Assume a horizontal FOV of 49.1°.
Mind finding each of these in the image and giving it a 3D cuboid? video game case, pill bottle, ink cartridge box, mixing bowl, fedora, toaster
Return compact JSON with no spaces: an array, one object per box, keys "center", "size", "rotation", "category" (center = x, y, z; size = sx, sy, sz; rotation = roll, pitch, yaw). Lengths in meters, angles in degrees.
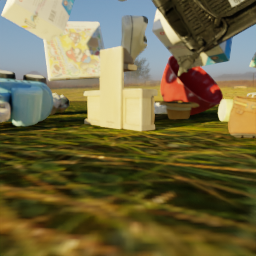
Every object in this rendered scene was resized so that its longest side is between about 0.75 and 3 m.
[{"center":[-2.029,-3.016,10.812],"size":[2.264,2.487,0.285],"rotation":[-6,-17,-17],"category":"video game case"},{"center":[1.948,-3.016,7.073],"size":[2.125,1.164,1.164],"rotation":[-22,-4,26],"category":"pill bottle"},{"center":[-2.773,-3.699,8.639],"size":[1.621,1.193,1.172],"rotation":[24,-16,-36],"category":"ink cartridge box"},{"center":[2.439,-1.573,11.906],"size":[2.795,2.795,1.514],"rotation":[-6,-34,-42],"category":"mixing bowl"},{"center":[1.798,-0.626,10.064],"size":[1.497,0.610,1.497],"rotation":[1,10,0],"category":"fedora"},{"center":[1.256,-2.630,3.859],"size":[2.734,2.472,1.622],"rotation":[-27,28,27],"category":"toaster"},{"center":[2.230,-3.387,9.317],"size":[1.715,1.685,2.329],"rotation":[-2,-24,38],"category":"ink cartridge box"}]

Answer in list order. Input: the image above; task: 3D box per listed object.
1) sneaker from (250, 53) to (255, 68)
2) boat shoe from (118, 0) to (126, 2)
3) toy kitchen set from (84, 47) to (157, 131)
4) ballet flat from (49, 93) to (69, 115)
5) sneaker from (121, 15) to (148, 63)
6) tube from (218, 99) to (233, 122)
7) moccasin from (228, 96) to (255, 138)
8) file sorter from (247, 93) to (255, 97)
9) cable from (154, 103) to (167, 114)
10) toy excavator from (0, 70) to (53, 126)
[{"center":[4.144,-2.041,8.490],"size":[0.671,0.571,1.472],"rotation":[27,28,21],"category":"sneaker"},{"center":[-0.020,-3.470,6.704],"size":[2.373,0.755,0.839],"rotation":[-23,30,-24],"category":"boat shoe"},{"center":[0.269,-1.092,7.952],"size":[2.226,2.013,2.467],"rotation":[-6,9,-40],"category":"toy kitchen set"},{"center":[-3.308,-1.152,12.670],"size":[0.959,0.959,2.713],"rotation":[1,4,5],"category":"ballet flat"},{"center":[0.194,-2.444,8.455],"size":[0.776,0.800,2.191],"rotation":[-4,-22,-4],"category":"sneaker"},{"center":[4.297,-0.457,8.789],"size":[2.738,0.711,0.794],"rotation":[3,46,-2],"category":"tube"},{"center":[2.880,-0.309,4.675],"size":[1.004,1.060,2.746],"rotation":[-3,4,-21],"category":"moccasin"},{"center":[6.236,-1.087,12.634],"size":[1.045,0.938,1.506],"rotation":[-3,8,-18],"category":"file sorter"},{"center":[1.708,-0.908,12.965],"size":[1.458,0.505,1.458],"rotation":[7,8,42],"category":"cable"},{"center":[-3.177,-0.592,7.323],"size":[2.761,1.418,2.840],"rotation":[0,19,-32],"category":"toy excavator"}]
